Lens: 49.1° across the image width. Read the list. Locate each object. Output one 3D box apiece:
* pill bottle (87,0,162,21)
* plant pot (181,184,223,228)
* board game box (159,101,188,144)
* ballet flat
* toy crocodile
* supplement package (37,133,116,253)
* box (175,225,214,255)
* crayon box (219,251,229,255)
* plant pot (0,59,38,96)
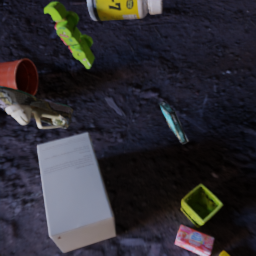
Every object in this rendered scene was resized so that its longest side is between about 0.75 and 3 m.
[{"bbox_3d":[-0.078,-4.628,9.938,2.534,1.448,1.448,0,52,10],"label":"pill bottle"},{"bbox_3d":[2.170,2.418,8.495,0.896,0.817,0.901,-32,59,-23],"label":"plant pot"},{"bbox_3d":[1.289,-0.199,8.128,0.205,0.983,1.454,-26,16,3],"label":"board game box"},{"bbox_3d":[-2.577,-0.438,7.710,2.479,0.892,0.892,16,38,-44],"label":"ballet flat"},{"bbox_3d":[-1.958,-3.174,9.871,0.812,2.630,0.888,-1,57,25],"label":"toy crocodile"},{"bbox_3d":[-1.546,1.872,8.361,1.667,1.673,2.852,-14,54,-10],"label":"supplement package"},{"bbox_3d":[1.897,3.263,8.052,0.978,0.502,0.463,18,54,15],"label":"box"},{"bbox_3d":[2.739,4.059,7.558,1.036,0.302,0.894,38,62,25],"label":"crayon box"},{"bbox_3d":[-4.851,-2.018,11.520,1.598,1.643,1.643,4,52,14],"label":"plant pot"}]
